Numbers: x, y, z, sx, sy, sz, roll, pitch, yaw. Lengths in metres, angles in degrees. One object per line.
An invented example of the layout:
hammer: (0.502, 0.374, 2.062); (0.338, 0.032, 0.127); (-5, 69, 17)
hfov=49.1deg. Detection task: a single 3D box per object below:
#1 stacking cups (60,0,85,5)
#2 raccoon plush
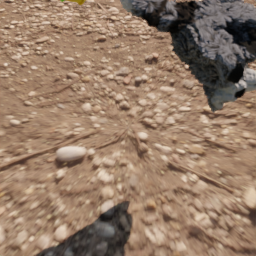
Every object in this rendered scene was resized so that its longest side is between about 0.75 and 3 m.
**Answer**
stacking cups: (-2.141, -3.373, 6.363); (2.380, 0.720, 0.720); (-4, 42, -32)
raccoon plush: (1.175, -1.419, 4.916); (2.638, 1.767, 1.276); (39, 77, 11)
